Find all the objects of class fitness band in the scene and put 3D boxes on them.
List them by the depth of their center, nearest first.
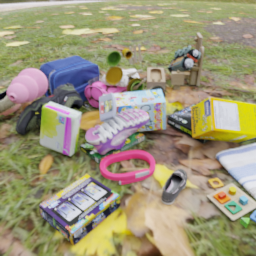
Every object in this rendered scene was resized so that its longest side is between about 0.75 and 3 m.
[{"bbox_3d":[-0.002,1.267,9.222,1.857,0.348,1.334,-9,30,-17],"label":"fitness band"}]

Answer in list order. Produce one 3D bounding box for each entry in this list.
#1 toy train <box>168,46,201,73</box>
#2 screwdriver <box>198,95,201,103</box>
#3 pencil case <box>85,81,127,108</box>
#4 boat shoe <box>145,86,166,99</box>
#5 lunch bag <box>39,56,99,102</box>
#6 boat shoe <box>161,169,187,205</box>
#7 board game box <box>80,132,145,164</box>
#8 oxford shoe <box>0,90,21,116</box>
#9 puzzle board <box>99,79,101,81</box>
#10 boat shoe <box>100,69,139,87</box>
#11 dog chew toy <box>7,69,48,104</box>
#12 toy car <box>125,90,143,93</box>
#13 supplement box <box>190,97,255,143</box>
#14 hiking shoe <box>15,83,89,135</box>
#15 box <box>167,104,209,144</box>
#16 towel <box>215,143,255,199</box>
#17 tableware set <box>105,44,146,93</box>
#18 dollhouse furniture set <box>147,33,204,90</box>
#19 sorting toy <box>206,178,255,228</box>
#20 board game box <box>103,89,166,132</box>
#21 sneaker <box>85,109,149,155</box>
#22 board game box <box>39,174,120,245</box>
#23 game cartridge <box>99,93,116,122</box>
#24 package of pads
[{"bbox_3d":[2.944,-3.521,14.871,0.956,1.279,2.244,29,-2,-16],"label":"toy train"},{"bbox_3d":[3.129,-1.154,12.150,0.199,1.425,0.207,-39,72,3],"label":"screwdriver"},{"bbox_3d":[-0.760,-1.901,13.519,1.304,1.264,2.785,-7,23,38],"label":"pencil case"},{"bbox_3d":[0.514,-1.149,12.733,2.529,0.957,0.934,-22,8,-22],"label":"boat shoe"},{"bbox_3d":[-2.753,-2.188,13.322,2.754,1.871,1.822,-27,40,-33],"label":"lunch bag"},{"bbox_3d":[1.437,1.648,8.442,0.530,0.452,1.586,15,35,23],"label":"boat shoe"},{"bbox_3d":[-0.546,0.551,10.433,2.214,0.260,1.160,-26,41,-35],"label":"board game box"},{"bbox_3d":[-5.885,-0.760,11.549,2.701,0.997,0.956,-35,52,-22],"label":"oxford shoe"},{"bbox_3d":[-2.439,-2.574,15.636,1.800,0.157,1.356,19,37,29],"label":"puzzle board"},{"bbox_3d":[-0.275,-2.237,12.921,2.093,0.741,0.725,-18,65,-35],"label":"boat shoe"},{"bbox_3d":[-3.738,-1.461,10.246,1.149,1.149,1.845,6,29,10],"label":"dog chew toy"},{"bbox_3d":[0.220,-1.691,13.665,1.177,0.392,0.577,-28,-1,0],"label":"toy car"},{"bbox_3d":[3.461,-0.223,9.913,2.159,1.182,1.175,6,72,-20],"label":"supplement box"},{"bbox_3d":[-3.021,-0.526,11.251,2.984,1.130,1.502,-41,83,-22],"label":"hiking shoe"},{"bbox_3d":[2.898,-0.245,11.497,1.929,0.458,1.863,-25,39,-36],"label":"box"},{"bbox_3d":[4.448,1.461,8.859,2.155,0.349,2.934,-11,33,-16],"label":"towel"},{"bbox_3d":[-0.086,-2.191,12.386,1.906,2.829,0.434,-21,42,-20],"label":"tableware set"},{"bbox_3d":[2.517,-3.675,15.285,2.910,2.371,2.767,2,32,3],"label":"dollhouse furniture set"},{"bbox_3d":[2.982,2.027,7.998,1.119,0.271,1.988,-16,35,-24],"label":"sorting toy"},{"bbox_3d":[0.225,-0.630,10.862,2.324,1.197,1.219,-5,31,1],"label":"board game box"},{"bbox_3d":[-0.292,0.175,9.671,2.303,1.018,0.926,-27,36,-14],"label":"sneaker"},{"bbox_3d":[-1.292,2.132,7.634,1.409,0.483,1.705,23,38,36],"label":"board game box"},{"bbox_3d":[-0.685,-0.700,9.411,0.612,0.920,0.188,-14,-20,25],"label":"game cartridge"},{"bbox_3d":[-2.358,0.051,9.595,1.290,1.670,0.569,19,31,11],"label":"package of pads"}]
